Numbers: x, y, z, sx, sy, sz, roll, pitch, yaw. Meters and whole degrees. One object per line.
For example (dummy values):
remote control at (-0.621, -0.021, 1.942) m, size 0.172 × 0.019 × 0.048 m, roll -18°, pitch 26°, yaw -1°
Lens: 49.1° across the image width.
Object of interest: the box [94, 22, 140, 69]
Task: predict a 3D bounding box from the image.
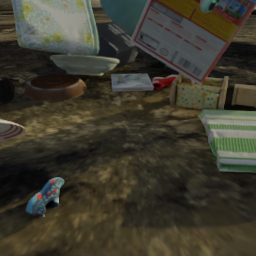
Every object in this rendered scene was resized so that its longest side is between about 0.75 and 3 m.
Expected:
box at (-0.771, -3.773, 12.721) m, size 1.948 × 1.014 × 1.774 m, roll 45°, pitch 43°, yaw 16°

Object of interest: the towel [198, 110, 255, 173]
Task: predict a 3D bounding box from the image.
towel at (2.868, 0.228, 6.701) m, size 2.051 × 0.314 × 2.689 m, roll 2°, pitch 27°, yaw 4°

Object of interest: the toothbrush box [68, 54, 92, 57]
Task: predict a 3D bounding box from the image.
toothbrush box at (-2.243, -3.425, 13.120) m, size 1.076 × 0.783 × 0.463 m, roll -14°, pitch 31°, yaw -23°

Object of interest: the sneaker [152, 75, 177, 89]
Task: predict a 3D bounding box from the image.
sneaker at (1.395, -1.592, 10.156) m, size 1.062 × 0.416 × 0.613 m, roll -5°, pitch 34°, yaw 17°

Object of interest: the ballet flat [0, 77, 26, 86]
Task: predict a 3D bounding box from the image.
ballet flat at (-4.352, -1.762, 10.518) m, size 1.095 × 0.254 × 0.369 m, roll 6°, pitch 28°, yaw 12°

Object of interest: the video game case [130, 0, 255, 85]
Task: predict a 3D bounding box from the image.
video game case at (1.405, -2.494, 5.773) m, size 1.982 × 2.772 × 0.242 m, roll 34°, pitch 40°, yaw 6°

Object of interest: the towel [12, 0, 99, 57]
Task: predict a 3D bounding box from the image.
towel at (-2.286, -3.630, 8.693) m, size 2.471 × 2.887 × 0.695 m, roll -4°, pitch -16°, yaw -34°

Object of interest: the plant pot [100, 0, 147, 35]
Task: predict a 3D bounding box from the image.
plant pot at (0.262, -3.801, 8.264) m, size 1.831 × 1.233 × 1.831 m, roll 24°, pitch 44°, yaw -25°

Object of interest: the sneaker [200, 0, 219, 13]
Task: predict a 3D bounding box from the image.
sneaker at (0.943, -2.027, 3.594) m, size 0.738 × 1.056 × 0.410 m, roll 24°, pitch -8°, yaw 12°

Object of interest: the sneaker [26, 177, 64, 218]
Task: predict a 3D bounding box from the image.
sneaker at (-1.338, 1.221, 4.855) m, size 0.410 × 0.340 × 0.859 m, roll 25°, pitch 40°, yaw 15°

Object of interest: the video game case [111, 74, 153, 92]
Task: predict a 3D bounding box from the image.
video game case at (0.111, -1.737, 10.551) m, size 1.456 × 0.176 × 1.598 m, roll -2°, pitch 28°, yaw -4°

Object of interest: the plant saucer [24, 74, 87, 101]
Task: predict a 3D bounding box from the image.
plant saucer at (-2.581, -1.522, 9.960) m, size 2.178 × 0.375 × 2.178 m, roll -1°, pitch 27°, yaw 0°

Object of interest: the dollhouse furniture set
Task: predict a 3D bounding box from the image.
dollhouse furniture set at (2.642, -1.633, 8.146) m, size 2.519 × 2.227 × 1.400 m, roll 10°, pitch 30°, yaw 19°

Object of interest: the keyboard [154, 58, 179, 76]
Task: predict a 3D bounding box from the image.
keyboard at (1.742, -2.710, 12.325) m, size 1.444 × 0.550 × 2.775 m, roll 21°, pitch 25°, yaw -9°

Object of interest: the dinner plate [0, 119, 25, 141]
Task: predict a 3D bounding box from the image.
dinner plate at (-2.038, 0.040, 3.655) m, size 1.299 × 0.158 × 1.299 m, roll -10°, pitch -9°, yaw -2°

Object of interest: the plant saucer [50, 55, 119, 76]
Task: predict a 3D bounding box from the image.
plant saucer at (-1.670, -2.397, 10.898) m, size 2.619 × 0.657 × 2.619 m, roll 3°, pitch 11°, yaw -1°

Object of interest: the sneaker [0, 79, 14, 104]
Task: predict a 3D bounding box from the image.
sneaker at (-4.377, -1.004, 8.501) m, size 0.933 × 0.792 × 2.150 m, roll 7°, pitch 29°, yaw 16°
